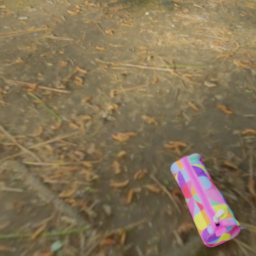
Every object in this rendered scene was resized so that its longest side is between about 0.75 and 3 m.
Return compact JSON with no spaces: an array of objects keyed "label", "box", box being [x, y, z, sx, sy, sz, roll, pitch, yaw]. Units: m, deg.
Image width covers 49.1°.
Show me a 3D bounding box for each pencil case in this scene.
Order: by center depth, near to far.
[{"label":"pencil case","box":[1.877,1.731,7.008,1.030,1.030,2.330,-11,44,-11]}]
